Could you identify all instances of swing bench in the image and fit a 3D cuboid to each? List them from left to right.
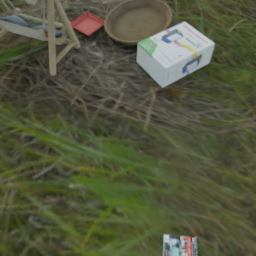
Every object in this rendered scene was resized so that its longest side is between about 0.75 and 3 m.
[{"bbox_3d":[-3.374,-3.619,8.990,2.858,2.873,1.864,21,57,14],"label":"swing bench"}]

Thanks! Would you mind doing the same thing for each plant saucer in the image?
[{"bbox_3d":[-1.561,-3.998,10.880,1.054,0.194,1.056,33,62,21],"label":"plant saucer"},{"bbox_3d":[0.370,-3.981,10.543,2.549,0.375,2.549,-5,57,8],"label":"plant saucer"}]

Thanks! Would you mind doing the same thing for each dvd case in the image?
[{"bbox_3d":[1.172,2.723,6.316,0.759,0.083,0.554,5,56,2],"label":"dvd case"}]

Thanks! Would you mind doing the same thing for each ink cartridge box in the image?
[{"bbox_3d":[1.561,-2.504,9.411,2.095,0.917,1.522,-28,60,-20],"label":"ink cartridge box"}]
